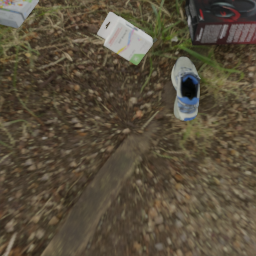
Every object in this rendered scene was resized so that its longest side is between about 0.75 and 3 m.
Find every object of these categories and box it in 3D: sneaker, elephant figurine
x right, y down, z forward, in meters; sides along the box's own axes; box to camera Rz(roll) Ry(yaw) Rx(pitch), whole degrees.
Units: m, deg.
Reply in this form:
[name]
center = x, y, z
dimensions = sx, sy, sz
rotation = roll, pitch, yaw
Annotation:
[sneaker]
center = 1.724, -1.309, 7.961
dimensions = 0.829, 0.917, 2.152
rotation = 1, 59, 0
[elephant figurine]
center = 0.367, -2.868, 9.098
dimensions = 0.689, 0.629, 0.889
rotation = 6, 39, -29

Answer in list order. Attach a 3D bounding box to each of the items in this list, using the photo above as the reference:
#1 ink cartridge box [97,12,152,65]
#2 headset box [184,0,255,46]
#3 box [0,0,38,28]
[ink cartridge box]
center = -0.120, -2.610, 8.217
dimensions = 1.457, 0.853, 0.490
rotation = 27, 36, -18
[headset box]
center = 3.359, -3.800, 9.353
dimensions = 2.590, 0.972, 1.925
rotation = -1, 60, -1
[box]
center = -4.131, -4.310, 10.038
dimensions = 1.207, 0.319, 1.548
rotation = 16, 61, 9
